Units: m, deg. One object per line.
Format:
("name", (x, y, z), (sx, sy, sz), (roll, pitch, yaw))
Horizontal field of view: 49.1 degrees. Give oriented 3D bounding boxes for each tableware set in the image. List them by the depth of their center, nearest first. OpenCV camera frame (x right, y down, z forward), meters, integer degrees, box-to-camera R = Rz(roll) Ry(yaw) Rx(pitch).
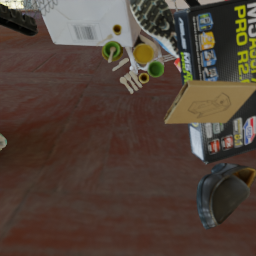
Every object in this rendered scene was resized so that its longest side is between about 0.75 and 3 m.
("tableware set", (0.063, -1.788, 6.923), (1.134, 1.683, 0.258), (-35, -5, -1))

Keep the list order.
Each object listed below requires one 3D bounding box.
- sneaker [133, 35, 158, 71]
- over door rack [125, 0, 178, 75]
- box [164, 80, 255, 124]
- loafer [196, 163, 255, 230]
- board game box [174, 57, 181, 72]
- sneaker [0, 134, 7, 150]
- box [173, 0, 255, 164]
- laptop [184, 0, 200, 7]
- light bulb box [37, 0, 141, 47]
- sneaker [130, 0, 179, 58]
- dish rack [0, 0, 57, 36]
("sneaker", (0.682, -2.327, 8.728), (0.770, 0.662, 1.819), (18, 38, -22))
("over door rack", (0.839, -3.434, 9.641), (2.152, 0.970, 2.913), (-14, 70, 10))
("box", (0.811, -0.243, 2.829), (0.752, 0.615, 0.080), (-1, 57, -17))
("loafer", (1.069, 0.659, 3.010), (0.431, 0.434, 1.191), (-16, 10, 35))
("board game box", (2.425, -2.055, 6.464), (0.642, 2.771, 2.099), (42, 8, 24))
("sneaker", (-3.938, 0.204, 7.535), (1.273, 1.082, 2.876), (5, 28, -23))
("box", (1.896, -0.827, 4.577), (1.963, 2.450, 0.542), (-14, 19, -8))
("laptop", (2.160, -3.995, 9.282), (0.429, 0.736, 0.830), (-35, -13, 7))
("light bulb box", (-0.844, -4.052, 8.645), (2.741, 1.725, 2.765), (8, 52, 17))
("sneaker", (0.748, -2.294, 6.569), (0.768, 1.959, 0.881), (-46, 16, 1))
("dish rack", (-1.986, -2.558, 5.456), (1.623, 0.443, 1.245), (-24, -19, 34))
